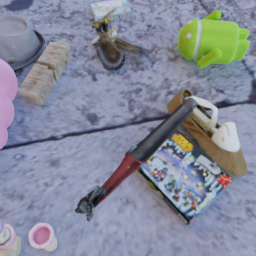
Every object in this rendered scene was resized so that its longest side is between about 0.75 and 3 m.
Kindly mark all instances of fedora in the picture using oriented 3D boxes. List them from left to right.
[{"bbox_3d":[-4.126,-2.982,9.343,2.475,1.117,2.189,-2,56,-2],"label":"fedora"}]

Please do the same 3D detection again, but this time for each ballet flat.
[{"bbox_3d":[2.159,-0.025,7.349,0.962,1.026,2.837,-16,55,-33],"label":"ballet flat"}]

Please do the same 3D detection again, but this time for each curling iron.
[{"bbox_3d":[0.102,0.547,4.292,0.333,0.646,2.607,45,103,-3],"label":"curling iron"}]

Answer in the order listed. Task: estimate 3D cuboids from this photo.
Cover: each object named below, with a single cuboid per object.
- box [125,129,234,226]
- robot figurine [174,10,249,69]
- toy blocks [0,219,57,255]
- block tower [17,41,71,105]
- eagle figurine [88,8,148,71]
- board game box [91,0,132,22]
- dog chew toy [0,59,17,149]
[{"bbox_3d":[1.223,1.036,7.027,1.545,0.450,2.257,-36,63,-21],"label":"box"},{"bbox_3d":[2.665,-2.790,9.092,2.271,1.314,1.993,7,65,4],"label":"robot figurine"},{"bbox_3d":[-2.643,2.718,5.005,2.275,1.915,2.126,1,56,1],"label":"toy blocks"},{"bbox_3d":[-2.557,-1.740,8.802,0.629,0.674,2.331,14,55,9],"label":"block tower"},{"bbox_3d":[-0.465,-2.865,9.405,1.443,1.435,1.902,-37,93,22],"label":"eagle figurine"},{"bbox_3d":[-0.670,-4.610,10.975,1.426,0.244,0.958,-13,57,-8],"label":"board game box"},{"bbox_3d":[-3.795,-0.571,7.425,1.647,1.647,2.645,-7,75,-5],"label":"dog chew toy"}]
